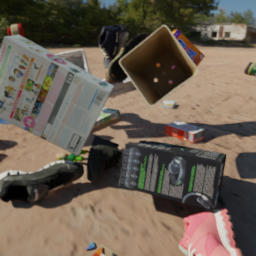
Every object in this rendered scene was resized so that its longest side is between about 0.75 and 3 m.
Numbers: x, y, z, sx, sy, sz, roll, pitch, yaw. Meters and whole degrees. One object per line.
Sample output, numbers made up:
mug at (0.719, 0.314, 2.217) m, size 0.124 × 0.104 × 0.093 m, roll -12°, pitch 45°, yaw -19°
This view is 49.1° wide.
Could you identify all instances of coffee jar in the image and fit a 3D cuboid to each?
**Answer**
coffee jar at (4.484, -1.941, 9.602) m, size 0.893 × 0.381 × 0.465 m, roll 27°, pitch 69°, yaw 31°

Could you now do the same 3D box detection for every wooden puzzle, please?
wooden puzzle at (-0.530, 2.817, 6.030) m, size 1.059 × 0.124 × 0.714 m, roll 12°, pitch 24°, yaw 29°

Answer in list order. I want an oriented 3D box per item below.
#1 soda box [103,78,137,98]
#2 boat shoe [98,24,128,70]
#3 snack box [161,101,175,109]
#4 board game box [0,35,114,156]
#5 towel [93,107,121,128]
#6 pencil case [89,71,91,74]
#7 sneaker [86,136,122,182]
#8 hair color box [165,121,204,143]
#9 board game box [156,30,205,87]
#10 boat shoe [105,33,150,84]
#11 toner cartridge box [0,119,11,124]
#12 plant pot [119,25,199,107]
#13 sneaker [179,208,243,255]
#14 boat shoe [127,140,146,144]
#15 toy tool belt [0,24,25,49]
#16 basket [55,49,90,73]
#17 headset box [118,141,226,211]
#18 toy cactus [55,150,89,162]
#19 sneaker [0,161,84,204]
soda box at (-0.645, -1.876, 12.638) m, size 2.019 × 0.689 × 0.640 m, roll -14°, pitch 53°, yaw 20°
boat shoe at (-0.862, -3.312, 11.691) m, size 1.043 × 2.250 × 0.840 m, roll -13°, pitch 57°, yaw -34°
snack box at (2.389, -1.381, 16.511) m, size 0.651 × 0.242 × 0.915 m, roll 8°, pitch 23°, yaw 19°
board game box at (-2.215, -0.864, 7.807) m, size 2.978 × 2.197 × 0.957 m, roll 28°, pitch 22°, yaw -7°
towel at (-2.061, -0.464, 14.122) m, size 2.174 × 0.447 × 2.914 m, roll 14°, pitch 27°, yaw 36°
pencil case at (-2.333, -2.053, 12.615) m, size 1.576 × 0.613 × 0.705 m, roll -30°, pitch 13°, yaw -2°
sneaker at (-0.804, 1.009, 9.651) m, size 1.132 × 0.947 × 2.494 m, roll 10°, pitch 25°, yaw -2°
hair color box at (2.473, 0.159, 12.306) m, size 0.822 × 0.474 × 1.483 m, roll -18°, pitch 26°, yaw -39°
board game box at (1.864, -2.846, 11.906) m, size 1.623 × 1.622 × 1.624 m, roll 38°, pitch -3°, yaw -13°
boat shoe at (0.005, -2.833, 11.477) m, size 2.795 × 1.057 × 1.032 m, roll -46°, pitch 13°, yaw -23°
toner cartridge box at (-5.464, -0.741, 13.754) m, size 2.277 × 1.081 × 0.491 m, roll 1°, pitch 22°, yaw 5°
plant pot at (1.015, -1.765, 8.659) m, size 1.707 × 1.705 × 1.511 m, roll -36°, pitch -7°, yaw 13°
sneaker at (1.637, 2.640, 5.672) m, size 1.174 × 0.998 × 2.707 m, roll -6°, pitch 13°, yaw 11°
boat shoe at (0.612, 0.744, 10.675) m, size 1.707 × 0.565 × 0.597 m, roll 19°, pitch 28°, yaw 40°
toy tool belt at (-3.982, -2.178, 9.180) m, size 1.382 × 2.248 × 1.404 m, roll -9°, pitch 16°, yaw -12°
basket at (-2.302, -2.424, 11.538) m, size 1.368 × 1.380 × 1.110 m, roll -12°, pitch 13°, yaw -2°
headset box at (1.256, 1.146, 7.829) m, size 2.628 × 1.219 × 2.288 m, roll 10°, pitch 3°, yaw 21°
toy cactus at (-2.122, 1.033, 9.992) m, size 1.171 × 0.726 × 1.419 m, roll 1°, pitch 28°, yaw 29°
sneaker at (-2.509, 1.648, 8.115) m, size 2.544 × 0.846 × 1.151 m, roll -9°, pitch 26°, yaw -12°
